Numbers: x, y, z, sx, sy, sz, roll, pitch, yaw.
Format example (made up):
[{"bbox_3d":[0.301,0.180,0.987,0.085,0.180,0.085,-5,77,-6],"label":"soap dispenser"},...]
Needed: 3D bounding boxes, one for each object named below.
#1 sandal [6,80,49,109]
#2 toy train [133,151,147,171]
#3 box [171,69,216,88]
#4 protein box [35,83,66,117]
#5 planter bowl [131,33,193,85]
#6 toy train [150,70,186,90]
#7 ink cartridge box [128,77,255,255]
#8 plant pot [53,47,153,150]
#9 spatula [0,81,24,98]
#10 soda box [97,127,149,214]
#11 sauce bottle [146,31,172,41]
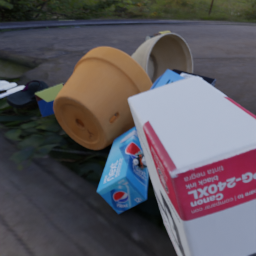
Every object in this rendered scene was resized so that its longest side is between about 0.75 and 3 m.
[{"bbox_3d":[-3.828,-1.455,11.129,0.873,0.556,2.324,31,32,0],"label":"sandal"},{"bbox_3d":[0.576,0.667,6.026,0.987,0.421,0.563,-1,-10,-44],"label":"toy train"},{"bbox_3d":[1.730,-0.670,8.710,1.414,1.911,0.997,19,36,23],"label":"box"},{"bbox_3d":[-2.319,-1.031,10.036,1.287,0.875,1.297,-14,5,25],"label":"protein box"},{"bbox_3d":[1.146,-2.490,11.919,2.784,2.784,1.874,-22,22,-37],"label":"planter bowl"},{"bbox_3d":[1.212,-0.201,7.230,1.582,2.770,1.201,32,71,13],"label":"toy train"},{"bbox_3d":[1.117,1.028,4.192,1.232,2.955,2.146,-19,28,-3],"label":"ink cartridge box"},{"bbox_3d":[-0.855,-0.693,8.360,2.818,2.818,1.972,17,47,30],"label":"plant pot"},{"bbox_3d":[-6.242,-1.586,12.735,2.071,0.239,2.979,19,32,22],"label":"spatula"},{"bbox_3d":[-0.007,0.890,6.713,0.783,0.740,2.308,-33,18,20],"label":"soda box"},{"bbox_3d":[1.392,-3.992,12.403,1.487,0.481,0.481,-20,33,-36],"label":"sauce bottle"}]
